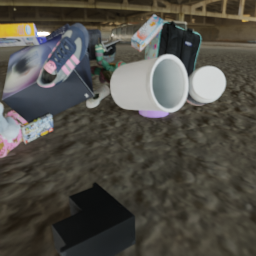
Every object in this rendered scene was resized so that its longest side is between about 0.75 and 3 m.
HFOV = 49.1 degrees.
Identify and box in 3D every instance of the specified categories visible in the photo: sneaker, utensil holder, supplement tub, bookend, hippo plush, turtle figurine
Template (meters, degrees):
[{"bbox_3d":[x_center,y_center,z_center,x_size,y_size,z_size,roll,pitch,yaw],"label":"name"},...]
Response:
[{"bbox_3d":[-1.761,-1.806,7.430,0.731,2.085,0.855,42,39,0],"label":"sneaker"},{"bbox_3d":[0.584,-1.271,8.373,1.573,1.573,1.851,-17,15,-37],"label":"utensil holder"},{"bbox_3d":[2.460,-1.358,9.249,1.142,1.142,1.627,1,0,1],"label":"supplement tub"},{"bbox_3d":[-1.294,-1.147,10.713,0.572,0.502,1.427,-39,2,-43],"label":"sneaker"},{"bbox_3d":[-1.032,2.237,6.429,1.757,0.809,1.746,-16,26,-33],"label":"bookend"},{"bbox_3d":[-3.774,-0.170,8.467,1.099,1.088,1.366,25,10,-48],"label":"hippo plush"},{"bbox_3d":[-0.691,-2.503,11.563,2.086,1.403,2.787,32,-23,-33],"label":"turtle figurine"}]

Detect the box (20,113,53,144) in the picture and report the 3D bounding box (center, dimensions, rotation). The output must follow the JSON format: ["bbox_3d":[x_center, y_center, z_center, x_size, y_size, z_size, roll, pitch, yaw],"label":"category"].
[{"bbox_3d":[-2.348,0.009,7.243,0.166,0.570,0.833,38,49,28],"label":"box"}]

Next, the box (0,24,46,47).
[{"bbox_3d":[-3.746,-2.903,8.841,2.191,0.454,1.304,-9,7,-12],"label":"box"}]

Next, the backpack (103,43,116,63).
[{"bbox_3d":[-1.077,-3.681,13.847,0.992,0.753,1.189,-6,-4,-8],"label":"backpack"}]

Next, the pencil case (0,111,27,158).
[{"bbox_3d":[-4.825,0.188,11.192,1.153,1.103,2.664,1,23,2],"label":"pencil case"}]

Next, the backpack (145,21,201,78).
[{"bbox_3d":[1.615,-2.661,10.895,1.961,2.231,1.710,12,-12,-26],"label":"backpack"}]

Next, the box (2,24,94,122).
[{"bbox_3d":[-2.766,-1.898,9.905,2.622,1.616,2.600,-24,48,12],"label":"box"}]

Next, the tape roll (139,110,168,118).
[{"bbox_3d":[1.380,-1.056,15.097,1.590,0.522,1.590,1,22,0],"label":"tape roll"}]

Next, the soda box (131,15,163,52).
[{"bbox_3d":[0.570,-2.872,8.489,0.363,0.390,1.141,37,74,13],"label":"soda box"}]

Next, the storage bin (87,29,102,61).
[{"bbox_3d":[-2.071,-3.505,11.864,1.820,1.230,0.853,11,23,32],"label":"storage bin"}]
